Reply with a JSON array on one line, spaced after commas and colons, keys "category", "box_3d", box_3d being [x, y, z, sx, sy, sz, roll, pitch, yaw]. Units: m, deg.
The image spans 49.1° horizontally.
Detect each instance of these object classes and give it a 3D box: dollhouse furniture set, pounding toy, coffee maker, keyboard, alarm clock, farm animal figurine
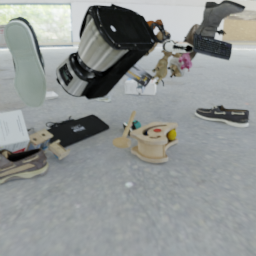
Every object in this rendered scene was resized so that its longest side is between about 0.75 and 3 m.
[{"category": "dollhouse furniture set", "box_3d": [-2.513, 0.737, 8.493, 1.097, 0.773, 0.769, 37, 32, 10]}, {"category": "pounding toy", "box_3d": [0.790, 0.173, 8.732, 1.378, 1.383, 2.410, 12, 23, 39]}, {"category": "coffee maker", "box_3d": [-0.525, -2.027, 8.243, 2.478, 1.738, 2.580, 11, -31, -33]}, {"category": "keyboard", "box_3d": [-2.005, 0.127, 10.481, 1.351, 0.515, 2.597, 39, 36, 24]}, {"category": "alarm clock", "box_3d": [2.840, -3.859, 11.928, 0.739, 2.221, 1.498, 28, 24, -5]}, {"category": "farm animal figurine", "box_3d": [1.365, -3.137, 11.356, 2.725, 2.201, 1.370, 44, 53, -3]}, {"category": "keyboard", "box_3d": [3.018, -3.064, 9.913, 1.758, 1.117, 0.181, 4, -5, -28]}]

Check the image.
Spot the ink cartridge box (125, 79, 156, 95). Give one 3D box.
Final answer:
[{"category": "ink cartridge box", "box_3d": [0.754, -2.433, 16.533, 1.743, 0.749, 1.277, 2, 21, 9]}]

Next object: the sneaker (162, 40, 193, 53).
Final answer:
[{"category": "sneaker", "box_3d": [1.358, -2.202, 7.589, 0.908, 0.335, 0.363, -5, 23, -21]}]

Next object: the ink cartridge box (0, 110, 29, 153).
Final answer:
[{"category": "ink cartridge box", "box_3d": [-4.109, 0.388, 7.783, 2.272, 0.941, 1.656, -14, -11, -30]}]

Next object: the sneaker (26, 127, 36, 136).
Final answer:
[{"category": "sneaker", "box_3d": [-3.888, 0.216, 9.815, 1.322, 0.542, 0.494, -7, 22, -18]}]

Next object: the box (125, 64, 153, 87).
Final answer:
[{"category": "box", "box_3d": [-0.292, -2.496, 10.511, 1.759, 0.537, 2.221, 44, 13, 34]}]

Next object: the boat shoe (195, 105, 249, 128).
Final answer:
[{"category": "boat shoe", "box_3d": [3.925, -0.623, 11.805, 2.310, 0.697, 0.853, 19, 28, 41]}]

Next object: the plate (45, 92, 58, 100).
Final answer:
[{"category": "plate", "box_3d": [-4.603, -1.762, 15.530, 1.196, 0.193, 1.193, -11, 24, -27]}]

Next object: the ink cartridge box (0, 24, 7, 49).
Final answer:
[{"category": "ink cartridge box", "box_3d": [-4.239, -3.171, 9.792, 0.961, 0.553, 1.659, -17, 14, -27]}]

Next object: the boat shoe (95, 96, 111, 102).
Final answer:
[{"category": "boat shoe", "box_3d": [-1.341, -1.579, 14.883, 0.958, 0.307, 0.353, 11, 23, 27]}]

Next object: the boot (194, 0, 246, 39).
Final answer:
[{"category": "boot", "box_3d": [2.284, -2.661, 7.032, 0.479, 0.904, 1.373, 11, 15, -23]}]

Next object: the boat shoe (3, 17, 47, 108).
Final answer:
[{"category": "boat shoe", "box_3d": [-3.219, -2.076, 9.157, 1.107, 2.928, 0.883, 1, 35, -6]}]

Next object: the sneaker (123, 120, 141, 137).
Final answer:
[{"category": "sneaker", "box_3d": [0.216, 0.007, 10.581, 0.628, 0.435, 1.040, -14, 22, -10]}]

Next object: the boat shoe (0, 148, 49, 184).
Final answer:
[{"category": "boat shoe", "box_3d": [-3.285, 0.959, 7.469, 2.211, 0.811, 0.824, -9, 23, -23]}]
